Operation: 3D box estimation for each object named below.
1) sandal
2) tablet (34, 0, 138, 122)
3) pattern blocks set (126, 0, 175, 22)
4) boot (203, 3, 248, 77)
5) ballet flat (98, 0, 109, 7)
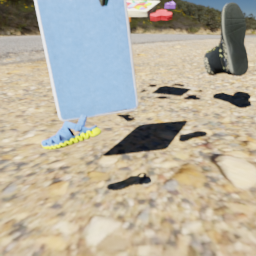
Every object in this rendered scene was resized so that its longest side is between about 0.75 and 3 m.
[{"bbox_3d":[-0.904,0.072,4.344,0.919,0.400,0.365,-21,2,-9],"label":"sandal"},{"bbox_3d":[-0.761,-1.478,5.528,1.700,2.613,0.178,-10,18,-7],"label":"tablet"},{"bbox_3d":[0.183,-4.008,9.373,2.743,0.222,2.411,3,39,13],"label":"pattern blocks set"},{"bbox_3d":[3.261,-2.938,9.823,0.852,2.361,1.783,-15,11,-15],"label":"boot"},{"bbox_3d":[-0.383,-2.409,3.943,0.465,1.294,0.465,10,41,-9],"label":"ballet flat"}]
